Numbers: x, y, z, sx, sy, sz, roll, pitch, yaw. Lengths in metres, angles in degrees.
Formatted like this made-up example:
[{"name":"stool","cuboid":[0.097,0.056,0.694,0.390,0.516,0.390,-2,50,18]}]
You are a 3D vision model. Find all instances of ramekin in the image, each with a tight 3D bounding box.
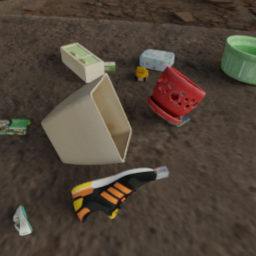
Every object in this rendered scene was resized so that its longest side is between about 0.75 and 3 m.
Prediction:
[{"name":"ramekin","cuboid":[6.245,-3.428,14.222,2.992,1.462,2.992,6,37,-5]}]

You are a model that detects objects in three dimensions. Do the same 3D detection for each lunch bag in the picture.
[{"name":"lunch bag","cuboid":[1.636,-3.745,15.465,1.796,0.692,1.440,16,40,18]}]

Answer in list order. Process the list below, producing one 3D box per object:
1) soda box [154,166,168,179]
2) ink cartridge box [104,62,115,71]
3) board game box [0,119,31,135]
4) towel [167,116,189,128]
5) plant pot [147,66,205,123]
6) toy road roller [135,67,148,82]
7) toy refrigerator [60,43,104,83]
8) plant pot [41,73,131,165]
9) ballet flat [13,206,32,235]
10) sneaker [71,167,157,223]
[{"name":"soda box","cuboid":[0.928,1.549,9.425,0.821,0.260,0.280,-10,41,-12]},{"name":"ink cartridge box","cuboid":[-1.046,-3.469,15.423,0.627,0.322,0.849,-2,41,-2]},{"name":"board game box","cuboid":[-4.911,-0.042,11.415,1.628,0.191,0.853,2,38,2]},{"name":"towel","cuboid":[2.102,-0.275,11.673,0.790,0.086,0.580,-29,35,-31]},{"name":"plant pot","cuboid":[1.820,-1.269,11.183,1.878,1.710,1.878,32,21,-13]},{"name":"toy road roller","cuboid":[0.684,-2.858,14.366,0.611,0.726,0.994,5,40,6]},{"name":"toy refrigerator","cuboid":[-2.494,-3.578,15.009,1.101,1.015,2.901,-24,46,-26]},{"name":"plant pot","cuboid":[-1.425,-0.122,9.590,2.147,2.422,2.425,-18,22,16]},{"name":"ballet flat","cuboid":[-3.034,2.605,7.901,0.396,0.396,1.142,-22,30,-24]},{"name":"sneaker","cuboid":[-0.317,1.966,8.108,2.595,0.907,1.167,-16,70,3]}]
